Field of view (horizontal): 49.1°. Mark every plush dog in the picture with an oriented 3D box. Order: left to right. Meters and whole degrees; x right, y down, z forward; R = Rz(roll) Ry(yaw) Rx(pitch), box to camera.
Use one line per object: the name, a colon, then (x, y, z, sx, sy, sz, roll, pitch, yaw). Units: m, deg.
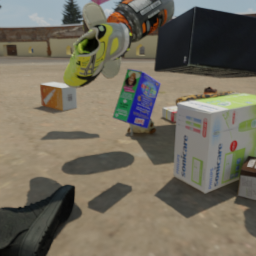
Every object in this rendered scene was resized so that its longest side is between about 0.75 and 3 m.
plush dog: (0.502, -0.091, 9.580, 0.890, 0.832, 1.036, 8, 41, -25)

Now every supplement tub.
supplement tub: (0.349, -3.130, 7.835, 1.793, 1.099, 1.099, -38, 32, -19)

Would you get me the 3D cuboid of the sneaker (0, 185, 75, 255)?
sneaker: (-1.618, 1.437, 4.350, 1.060, 0.610, 2.032, 7, 21, 7)

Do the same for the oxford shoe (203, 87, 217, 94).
oxford shoe: (5.079, -2.308, 17.125, 1.178, 0.427, 0.419, -14, 22, -39)

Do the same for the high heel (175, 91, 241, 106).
high heel: (3.643, -1.271, 12.506, 2.873, 1.026, 2.048, -18, 30, -25)

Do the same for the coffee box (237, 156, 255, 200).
coffee box: (3.037, 1.098, 5.502, 1.507, 0.601, 0.862, 10, 19, 30)

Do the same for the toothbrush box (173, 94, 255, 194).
toothbrush box: (2.266, 0.225, 6.432, 2.385, 1.737, 1.027, -10, 19, -31)

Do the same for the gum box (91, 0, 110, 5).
gum box: (-0.236, -2.935, 5.317, 1.205, 0.684, 0.398, -36, 61, -23)

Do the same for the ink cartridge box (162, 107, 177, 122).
ink cartridge box: (1.903, -0.563, 11.361, 0.705, 0.405, 0.972, -7, 18, -22)

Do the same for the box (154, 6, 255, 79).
box: (2.764, -2.704, 9.509, 2.891, 1.796, 2.915, 2, 7, -16)

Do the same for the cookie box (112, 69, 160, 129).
cookie box: (0.199, -0.585, 5.926, 0.396, 1.053, 0.901, 17, 1, 32)

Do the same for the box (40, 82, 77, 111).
box: (-3.340, -1.530, 13.393, 1.738, 1.081, 0.847, 14, 22, 39)

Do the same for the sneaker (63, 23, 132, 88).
sneaker: (-0.893, -1.563, 5.969, 0.824, 0.813, 2.156, -2, -22, -44)

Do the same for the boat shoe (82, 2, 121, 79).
boat shoe: (-0.972, -2.972, 9.907, 1.003, 2.791, 0.831, -17, -7, -15)
